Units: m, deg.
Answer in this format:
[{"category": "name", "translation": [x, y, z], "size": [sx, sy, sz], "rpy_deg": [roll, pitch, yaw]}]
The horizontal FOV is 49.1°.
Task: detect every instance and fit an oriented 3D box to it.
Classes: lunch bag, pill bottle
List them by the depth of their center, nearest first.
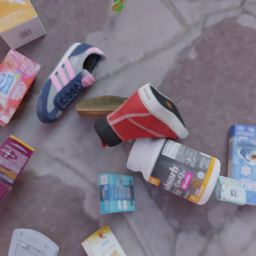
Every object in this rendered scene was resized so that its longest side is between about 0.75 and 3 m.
[{"category": "lunch bag", "translation": [2.575, 1.615, 7.110], "size": [0.653, 0.767, 0.468], "rpy_deg": [15, 114, 0]}, {"category": "pill bottle", "translation": [1.177, 1.024, 7.465], "size": [2.217, 1.290, 1.290], "rpy_deg": [22, 77, 12]}]

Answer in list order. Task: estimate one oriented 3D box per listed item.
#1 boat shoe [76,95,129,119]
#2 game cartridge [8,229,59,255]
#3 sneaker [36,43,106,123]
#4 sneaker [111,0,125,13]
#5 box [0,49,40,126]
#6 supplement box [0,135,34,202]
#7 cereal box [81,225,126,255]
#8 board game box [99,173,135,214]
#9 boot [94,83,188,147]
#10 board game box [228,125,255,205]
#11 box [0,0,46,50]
[{"category": "boat shoe", "translation": [-0.243, -0.417, 8.028], "size": [2.492, 0.897, 0.841], "rpy_deg": [0, 117, 3]}, {"category": "game cartridge", "translation": [-2.421, 3.167, 7.160], "size": [1.421, 0.288, 0.947], "rpy_deg": [14, 94, 25]}, {"category": "sneaker", "translation": [-1.611, -1.275, 8.036], "size": [1.109, 0.948, 2.703], "rpy_deg": [18, 77, 29]}, {"category": "sneaker", "translation": [-0.242, -4.032, 8.843], "size": [0.359, 0.934, 0.391], "rpy_deg": [30, 53, -12]}, {"category": "box", "translation": [-3.436, -1.116, 8.010], "size": [0.933, 0.975, 1.955], "rpy_deg": [31, 74, -21]}, {"category": "supplement box", "translation": [-3.142, 1.094, 6.951], "size": [0.766, 1.788, 0.987], "rpy_deg": [36, 109, -15]}, {"category": "cereal box", "translation": [-0.506, 3.283, 7.171], "size": [0.261, 0.952, 1.323], "rpy_deg": [-40, 78, 26]}, {"category": "board game box", "translation": [-0.276, 1.720, 7.366], "size": [0.296, 1.262, 0.953], "rpy_deg": [-12, 72, 27]}, {"category": "boot", "translation": [0.369, 0.016, 7.317], "size": [1.935, 2.682, 0.971], "rpy_deg": [-33, 60, 19]}, {"category": "board game box", "translation": [3.978, 1.115, 7.906], "size": [2.189, 0.475, 2.178], "rpy_deg": [7, 77, 3]}, {"category": "box", "translation": [-3.682, -3.731, 8.830], "size": [1.245, 0.976, 2.001], "rpy_deg": [-30, 78, -7]}]
